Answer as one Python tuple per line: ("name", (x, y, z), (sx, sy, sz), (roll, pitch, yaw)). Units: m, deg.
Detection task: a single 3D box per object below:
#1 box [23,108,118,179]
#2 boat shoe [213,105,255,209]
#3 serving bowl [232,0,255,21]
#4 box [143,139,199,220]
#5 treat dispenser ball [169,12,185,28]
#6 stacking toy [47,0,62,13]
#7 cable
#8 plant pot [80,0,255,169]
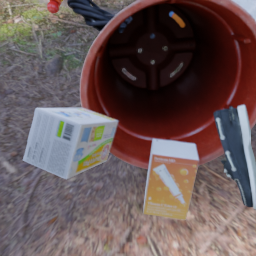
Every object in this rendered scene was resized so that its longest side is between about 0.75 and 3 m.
("box", (-0.678, 0.137, 3.675), (0.610, 0.677, 1.203), (20, 10, 16))
("boat shoe", (1.585, 0.440, 4.067), (0.460, 1.525, 0.577), (-9, 5, 27))
("serving bowl", (2.721, -2.809, 6.472), (0.795, 2.418, 2.418), (34, 50, -16))
("box", (0.671, 0.834, 4.574), (0.711, 1.144, 0.557), (7, 23, 4))
("treat dispenser ball", (2.017, -4.301, 8.206), (2.764, 2.764, 2.764), (0, 50, 0))
("stacking toy", (-1.705, -3.234, 6.820), (0.431, 0.431, 1.011), (10, 75, 8))
("cable", (-0.577, -3.008, 8.050), (2.951, 0.750, 2.408), (30, 25, 5))
("plant pot", (0.666, -1.205, 5.480), (2.927, 2.927, 2.847), (-2, 30, -2))
